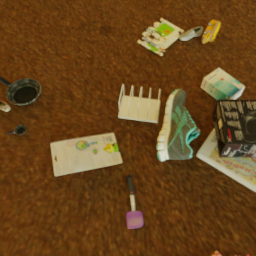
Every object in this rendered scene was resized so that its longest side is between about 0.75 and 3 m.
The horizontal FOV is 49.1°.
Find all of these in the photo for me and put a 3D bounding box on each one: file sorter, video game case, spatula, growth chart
[{"bbox_3d":[0.433,-0.936,10.366,1.481,0.922,1.028,8,58,5],"label":"file sorter"},{"bbox_3d":[4.222,0.747,9.625,2.838,0.325,2.583,32,63,19],"label":"video game case"},{"bbox_3d":[0.132,2.249,8.743,0.498,0.181,1.761,-4,57,-5],"label":"spatula"},{"bbox_3d":[1.476,-4.247,12.949,1.622,0.199,2.241,32,62,20],"label":"growth chart"}]

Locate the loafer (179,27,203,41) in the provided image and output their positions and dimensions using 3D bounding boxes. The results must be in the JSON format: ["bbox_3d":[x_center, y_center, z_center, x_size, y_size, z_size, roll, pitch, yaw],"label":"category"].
[{"bbox_3d":[2.877,-4.359,12.869,1.213,0.423,0.424,-24,61,-14],"label":"loafer"}]

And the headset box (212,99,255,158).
[{"bbox_3d":[4.238,0.013,9.352,2.449,0.946,1.822,1,57,0],"label":"headset box"}]

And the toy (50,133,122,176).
[{"bbox_3d":[-1.399,0.942,9.395,2.179,0.514,1.255,-11,55,-10],"label":"toy"}]

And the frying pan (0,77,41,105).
[{"bbox_3d":[-4.517,-1.435,11.027,2.231,0.363,1.350,6,56,6],"label":"frying pan"}]

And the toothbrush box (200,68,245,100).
[{"bbox_3d":[3.697,-1.614,11.011,0.964,0.562,1.317,-34,62,-21],"label":"toothbrush box"}]

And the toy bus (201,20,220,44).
[{"bbox_3d":[3.794,-4.406,12.906,0.514,0.427,1.313,23,59,13],"label":"toy bus"}]

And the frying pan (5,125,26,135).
[{"bbox_3d":[-4.015,0.164,10.131,0.726,0.118,0.439,-39,64,-20],"label":"frying pan"}]

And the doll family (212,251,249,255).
[{"bbox_3d":[2.722,4.247,6.900,1.504,1.092,2.423,-8,57,-5],"label":"doll family"}]

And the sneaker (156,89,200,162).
[{"bbox_3d":[1.852,-0.071,9.661,1.273,1.083,2.792,7,65,18],"label":"sneaker"}]

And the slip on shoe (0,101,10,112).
[{"bbox_3d":[-4.972,-0.922,10.729,0.945,0.286,0.359,25,60,15],"label":"slip on shoe"}]
